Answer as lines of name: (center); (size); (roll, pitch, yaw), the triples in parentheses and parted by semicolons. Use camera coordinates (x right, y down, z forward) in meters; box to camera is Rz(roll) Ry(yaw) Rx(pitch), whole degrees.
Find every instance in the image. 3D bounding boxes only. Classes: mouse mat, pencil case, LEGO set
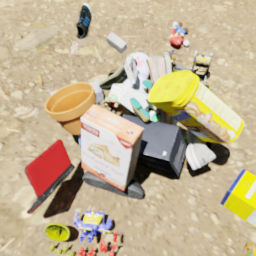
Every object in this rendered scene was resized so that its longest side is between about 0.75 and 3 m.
mouse mat: (2.183, -1.227, 12.324); (2.294, 0.086, 1.846); (15, 85, 12)
pencil case: (0.377, -2.207, 12.968); (1.308, 1.199, 2.884); (11, 52, -5)
LEGO set: (2.731, -2.657, 13.024); (2.845, 1.649, 2.188); (18, 54, 14)

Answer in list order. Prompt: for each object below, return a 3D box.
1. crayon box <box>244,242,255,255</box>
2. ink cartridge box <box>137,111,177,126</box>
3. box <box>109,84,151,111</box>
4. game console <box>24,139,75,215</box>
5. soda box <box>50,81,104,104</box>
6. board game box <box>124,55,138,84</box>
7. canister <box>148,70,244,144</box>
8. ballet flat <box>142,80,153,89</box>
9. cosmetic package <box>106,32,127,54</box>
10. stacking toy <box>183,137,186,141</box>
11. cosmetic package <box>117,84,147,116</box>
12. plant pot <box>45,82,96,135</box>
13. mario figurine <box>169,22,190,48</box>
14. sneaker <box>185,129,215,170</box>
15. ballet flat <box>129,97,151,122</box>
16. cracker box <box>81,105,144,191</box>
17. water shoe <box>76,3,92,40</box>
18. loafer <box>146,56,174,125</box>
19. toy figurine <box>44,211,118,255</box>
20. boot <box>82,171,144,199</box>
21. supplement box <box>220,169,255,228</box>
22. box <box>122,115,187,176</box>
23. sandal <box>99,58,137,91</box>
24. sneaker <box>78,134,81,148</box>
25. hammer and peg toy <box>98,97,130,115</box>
crayon box: (3.741, 4.126, 8.225); (0.335, 0.817, 1.299); (7, 52, 5)
ink cartridge box: (0.915, 0.269, 11.056); (1.651, 0.514, 2.052); (8, 55, 25)
box: (0.129, -1.185, 11.056); (1.402, 0.678, 1.237); (27, 19, 14)
game console: (-2.641, 1.524, 8.864); (1.100, 1.597, 1.853); (46, 35, -4)
soda box: (-2.283, -1.388, 12.620); (2.268, 0.719, 0.774); (-17, 54, -13)
board game box: (0.129, -2.306, 10.984); (0.208, 0.758, 1.201); (-13, 29, 16)
canister: (2.129, -0.571, 8.809); (2.541, 1.887, 1.100); (34, 79, -23)
ballet flat: (1.004, -1.778, 11.843); (0.956, 0.332, 0.332); (22, 52, -9)
cosmetic package: (-0.443, -3.278, 10.844); (0.787, 0.420, 0.355); (36, 76, 13)
stacking toy: (1.691, 0.147, 11.588); (1.546, 0.363, 1.166); (-16, 51, -10)
cosmetic package: (0.131, -0.958, 9.580); (0.885, 0.544, 0.882); (35, 14, -15)
plant pot: (-1.826, -0.607, 9.853); (1.779, 1.245, 1.779); (-13, 39, 11)
mario figurine: (2.927, -5.166, 15.446); (1.137, 0.976, 1.841); (14, 51, 12)
sneaker: (2.751, 0.639, 10.384); (1.015, 0.925, 2.475); (-20, 26, 21)
ballet flat: (0.331, -0.551, 8.817); (0.324, 0.298, 0.945); (-25, 65, -33)
cracker box: (-0.573, 0.693, 8.626); (1.688, 2.520, 0.727); (26, 49, 16)
water shoe: (-1.636, -3.872, 10.283); (0.457, 1.280, 0.505); (21, 39, 15)
loafer: (1.176, -1.376, 10.765); (0.933, 1.067, 2.969); (1, 75, -7)
toy figurine: (-1.325, 3.242, 9.018); (2.271, 1.198, 1.360); (1, 22, 10)
boot: (-0.153, 1.029, 10.484); (2.275, 0.906, 2.760); (17, 56, 9)
supplement box: (4.324, 2.522, 9.297); (2.029, 1.105, 1.111); (34, 59, 24)
box: (0.818, 0.635, 9.670); (1.998, 2.032, 1.193); (14, 73, 24)
sandal: (-0.444, -2.315, 12.079); (1.947, 0.773, 0.556); (-39, 58, 6)
sneaker: (-1.509, 0.571, 10.726); (0.566, 1.441, 0.643); (3, 87, 20)
hammer and peg toy: (-0.531, -0.854, 10.140); (0.810, 1.102, 0.388); (0, 65, 45)
